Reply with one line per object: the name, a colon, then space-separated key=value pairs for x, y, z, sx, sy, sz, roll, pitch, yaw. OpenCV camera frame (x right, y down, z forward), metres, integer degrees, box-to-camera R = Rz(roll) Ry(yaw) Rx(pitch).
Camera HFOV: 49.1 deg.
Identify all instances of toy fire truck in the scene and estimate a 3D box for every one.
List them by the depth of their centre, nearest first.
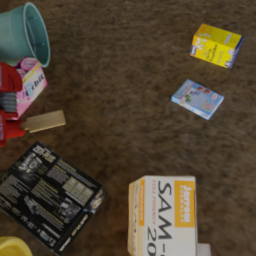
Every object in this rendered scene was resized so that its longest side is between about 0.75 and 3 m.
toy fire truck: x=-3.606 y=-0.713 z=8.799 sx=1.833 sy=2.849 sz=2.507 roll=3 pitch=94 yaw=30

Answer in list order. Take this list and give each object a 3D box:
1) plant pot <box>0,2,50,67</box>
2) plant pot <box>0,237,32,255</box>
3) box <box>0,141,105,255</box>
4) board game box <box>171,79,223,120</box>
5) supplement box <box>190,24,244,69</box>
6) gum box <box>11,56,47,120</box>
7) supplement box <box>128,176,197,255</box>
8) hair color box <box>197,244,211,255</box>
plant pot: x=-4.730 y=-3.494 z=11.157 sx=2.410 sy=2.461 sz=2.461 roll=-7 pitch=53 yaw=4
plant pot: x=-3.259 y=3.382 z=4.755 sx=2.573 sy=2.734 sz=2.734 roll=-5 pitch=53 yaw=3
box: x=-2.201 y=1.870 z=7.681 sx=2.457 sy=1.058 sz=2.012 roll=29 pitch=62 yaw=17
board game box: x=2.600 y=-1.101 z=10.518 sx=1.542 sy=0.282 sz=1.166 roll=31 pitch=59 yaw=21
supplement box: x=3.716 y=-3.452 z=11.824 sx=1.840 sy=1.001 sz=1.008 roll=25 pitch=57 yaw=17
gum box: x=-3.901 y=-1.505 z=10.237 sx=0.704 sy=1.208 sz=2.128 roll=19 pitch=56 yaw=14
supplement box: x=0.608 y=2.060 z=6.282 sx=1.024 sy=2.786 sz=1.756 roll=3 pitch=74 yaw=-5
hair color box: x=1.600 y=3.737 z=6.746 sx=0.876 sy=0.529 sz=1.726 roll=3 pitch=52 yaw=1
